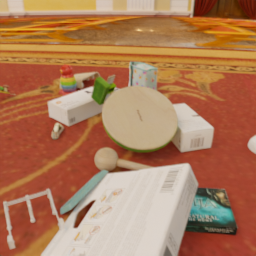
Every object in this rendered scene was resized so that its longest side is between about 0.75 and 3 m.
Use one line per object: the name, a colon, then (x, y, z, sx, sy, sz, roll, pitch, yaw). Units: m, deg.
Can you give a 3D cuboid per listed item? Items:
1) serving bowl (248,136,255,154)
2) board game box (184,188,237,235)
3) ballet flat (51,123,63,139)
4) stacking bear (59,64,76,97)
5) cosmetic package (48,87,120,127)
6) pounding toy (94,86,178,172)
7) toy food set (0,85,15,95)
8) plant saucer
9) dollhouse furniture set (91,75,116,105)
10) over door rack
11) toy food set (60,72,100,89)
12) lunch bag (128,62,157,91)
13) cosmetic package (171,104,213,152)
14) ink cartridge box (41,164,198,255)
serving bowl: (4.251, 0.487, 8.510, 1.099, 0.361, 1.099, -1, 27, 0)
board game box: (1.341, 1.755, 6.170, 1.777, 0.250, 1.202, 3, 27, 4)
ballet flat: (-2.374, 0.034, 9.434, 0.317, 0.314, 0.933, -2, 27, -3)
stacking bear: (-2.725, -2.162, 12.562, 0.761, 1.339, 0.813, -16, 31, -28)
cosmetic package: (-1.625, -1.002, 11.008, 1.162, 0.713, 2.816, 20, 34, 36)
pounding toy: (0.231, 0.249, 8.381, 2.216, 1.332, 2.871, 12, 57, -1)
toy food set: (-5.427, -1.689, 12.011, 1.102, 0.360, 0.649, 10, 1, -31)
plant saucer: (-1.013, 1.450, 6.519, 0.501, 0.136, 1.433, -37, 4, 41)
dollhouse furniture set: (-0.297, -1.094, 10.279, 1.800, 0.904, 1.179, 43, 45, 18)
over door rack: (-1.952, 1.851, 5.707, 1.027, 0.463, 1.390, -14, 24, -23)
toy food set: (-2.367, -2.301, 13.871, 1.271, 0.535, 1.772, 0, 23, 27)
lunch bag: (0.528, -2.227, 12.692, 0.950, 1.327, 1.557, -19, 34, -33)
cosmetic package: (1.796, -0.075, 9.169, 1.053, 0.767, 2.071, -7, 29, -14)
ink cartridge box: (-0.121, 1.844, 5.427, 2.391, 0.600, 2.755, -13, 23, 33)
